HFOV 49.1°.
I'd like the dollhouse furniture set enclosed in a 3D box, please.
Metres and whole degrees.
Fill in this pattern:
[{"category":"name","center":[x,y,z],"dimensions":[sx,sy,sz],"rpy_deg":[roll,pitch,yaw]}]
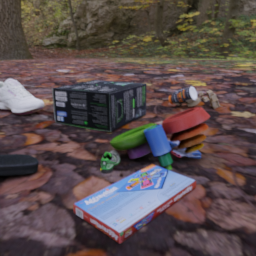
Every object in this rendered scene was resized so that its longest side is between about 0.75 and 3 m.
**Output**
[{"category":"dollhouse furniture set","center":[3.175,-1.000,12.719],"dimensions":[1.592,0.777,1.358],"rpy_deg":[-24,17,8]}]

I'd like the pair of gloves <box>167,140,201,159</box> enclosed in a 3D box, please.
[{"category":"pair of gloves","center":[1.341,0.519,7.447],"dimensions":[0.995,0.141,1.238],"rpy_deg":[-1,23,-43]}]

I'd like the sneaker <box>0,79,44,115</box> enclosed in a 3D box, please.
[{"category":"sneaker","center":[-4.733,-1.328,11.866],"dimensions":[2.763,1.376,1.034],"rpy_deg":[11,20,27]}]

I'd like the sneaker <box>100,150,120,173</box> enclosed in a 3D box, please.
[{"category":"sneaker","center":[-0.423,0.749,6.883],"dimensions":[0.366,0.399,0.937],"rpy_deg":[3,17,10]}]

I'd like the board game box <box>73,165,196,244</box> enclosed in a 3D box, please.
[{"category":"board game box","center":[0.215,1.309,5.394],"dimensions":[1.170,0.221,2.273],"rpy_deg":[18,25,40]}]

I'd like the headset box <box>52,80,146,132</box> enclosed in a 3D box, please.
[{"category":"headset box","center":[-0.947,-1.017,10.862],"dimensions":[2.544,1.356,2.922],"rpy_deg":[9,19,28]}]

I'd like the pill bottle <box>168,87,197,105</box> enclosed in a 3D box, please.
[{"category":"pill bottle","center":[2.412,-1.385,12.547],"dimensions":[1.200,0.637,0.637],"rpy_deg":[-15,4,41]}]

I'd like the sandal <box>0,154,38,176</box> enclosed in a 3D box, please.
[{"category":"sandal","center":[-3.276,1.005,5.915],"dimensions":[2.742,0.656,1.031],"rpy_deg":[3,12,-37]}]

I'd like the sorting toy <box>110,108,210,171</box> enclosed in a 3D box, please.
[{"category":"sorting toy","center":[0.858,0.389,6.986],"dimensions":[2.581,1.060,1.551],"rpy_deg":[-20,5,16]}]
